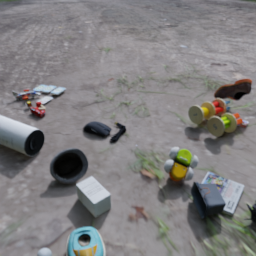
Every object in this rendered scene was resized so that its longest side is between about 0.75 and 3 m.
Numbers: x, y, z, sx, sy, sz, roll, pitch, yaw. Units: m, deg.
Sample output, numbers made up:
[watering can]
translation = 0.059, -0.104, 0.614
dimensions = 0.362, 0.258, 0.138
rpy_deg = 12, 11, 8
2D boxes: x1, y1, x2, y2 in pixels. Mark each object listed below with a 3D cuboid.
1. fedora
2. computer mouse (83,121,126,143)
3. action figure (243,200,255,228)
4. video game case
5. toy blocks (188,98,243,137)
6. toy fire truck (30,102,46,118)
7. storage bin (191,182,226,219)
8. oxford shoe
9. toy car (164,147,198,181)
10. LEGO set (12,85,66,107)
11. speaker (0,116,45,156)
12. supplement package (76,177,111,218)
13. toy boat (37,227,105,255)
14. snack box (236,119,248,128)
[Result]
[fedora]
translation = -1.885, 1.221, 8.999
dimensions = 1.217, 1.076, 0.549
rpy_deg = -32, -1, -9
[computer mouse]
translation = -0.917, -0.065, 11.349
dimensions = 1.702, 0.392, 1.195
rpy_deg = 20, 39, 27
[action figure]
translation = 3.824, 2.215, 7.543
dimensions = 1.437, 0.733, 0.854
rpy_deg = -37, 55, 13
[video game case]
translation = 2.758, 1.958, 8.488
dimensions = 1.163, 0.147, 1.276
rpy_deg = 20, 39, 27
[toy blocks]
translation = 3.930, -0.541, 11.693
dimensions = 2.234, 0.811, 1.862
rpy_deg = -17, 39, -33
[toy fire truck]
translation = -3.990, -0.819, 12.625
dimensions = 1.019, 0.248, 0.719
rpy_deg = 25, 37, 29
[storage bin]
translation = 2.271, 1.956, 7.877
dimensions = 0.645, 0.699, 0.961
rpy_deg = -4, 39, -11
[oxford shoe]
translation = 4.642, -1.554, 12.640
dimensions = 0.707, 1.986, 0.720
rpy_deg = 17, 69, -23
[toy car]
translation = 1.652, 1.211, 8.970
dimensions = 0.934, 0.800, 1.067
rpy_deg = 24, 66, 5
[LEGO set]
translation = -4.450, -1.732, 13.792
dimensions = 1.711, 0.562, 2.290
rpy_deg = 13, 35, 25
[speaker]
translation = -4.345, 0.215, 10.349
dimensions = 2.514, 1.021, 1.021
rpy_deg = 16, 37, 24
[supplement package]
translation = -0.993, 1.972, 8.061
dimensions = 0.575, 0.582, 0.960
rpy_deg = -24, 40, -32
[toy boat]
translation = -1.295, 2.917, 6.504
dimensions = 1.523, 0.708, 1.280
rpy_deg = -10, 35, -16
[snack box]
translation = 4.535, -0.274, 11.906
dimensions = 1.030, 0.125, 0.370
rpy_deg = 19, 38, 27
